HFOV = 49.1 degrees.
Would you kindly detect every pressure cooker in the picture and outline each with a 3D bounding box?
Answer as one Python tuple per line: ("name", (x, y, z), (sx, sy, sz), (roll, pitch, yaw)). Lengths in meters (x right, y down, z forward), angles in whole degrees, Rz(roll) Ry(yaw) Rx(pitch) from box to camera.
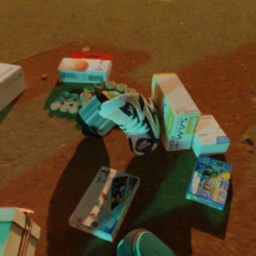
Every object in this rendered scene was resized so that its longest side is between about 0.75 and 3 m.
("pressure cooker", (-1.039, -0.327, 9.337), (1.397, 1.229, 1.248), (-44, 69, 9))

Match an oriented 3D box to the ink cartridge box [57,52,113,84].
("ink cartridge box", (-1.836, -3.034, 12.856), (2.168, 0.670, 2.673), (3, 45, 3))

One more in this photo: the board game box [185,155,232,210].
("board game box", (2.378, 1.536, 8.155), (1.042, 0.265, 1.540), (17, 45, 17))

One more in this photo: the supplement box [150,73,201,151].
("supplement box", (1.448, -0.597, 9.500), (0.885, 1.517, 2.408), (-5, 41, -12))

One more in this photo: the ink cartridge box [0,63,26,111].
("ink cartridge box", (-5.704, -1.770, 11.103), (2.555, 1.070, 1.844), (11, 41, 13))

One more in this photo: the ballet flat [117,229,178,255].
("ballet flat", (0.860, 2.939, 5.405), (2.725, 0.932, 0.927), (45, 41, -7))

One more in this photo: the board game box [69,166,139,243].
("board game box", (-0.585, 1.983, 7.619), (1.213, 0.333, 1.922), (16, 45, 17))

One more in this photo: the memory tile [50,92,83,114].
("memory tile", (-2.132, -0.963, 10.981), (1.536, 0.129, 1.177), (12, 44, 13))

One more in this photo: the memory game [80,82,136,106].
("memory game", (-0.726, -1.204, 11.071), (2.376, 0.151, 2.376), (4, 40, -3))

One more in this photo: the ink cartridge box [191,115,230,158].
("ink cartridge box", (2.545, 0.238, 9.308), (1.007, 0.590, 1.394), (-6, 44, -11))

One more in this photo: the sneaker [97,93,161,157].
("sneaker", (0.242, 0.021, 8.472), (1.114, 2.790, 1.815), (-20, 81, 22))

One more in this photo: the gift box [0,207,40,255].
("gift box", (-2.965, 2.609, 6.027), (1.678, 1.818, 1.698), (1, 56, 1))

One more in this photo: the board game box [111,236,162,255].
("board game box", (-0.082, 3.543, 5.913), (2.524, 0.355, 1.707), (-15, 45, -16))
